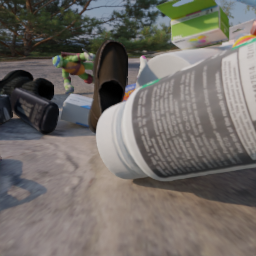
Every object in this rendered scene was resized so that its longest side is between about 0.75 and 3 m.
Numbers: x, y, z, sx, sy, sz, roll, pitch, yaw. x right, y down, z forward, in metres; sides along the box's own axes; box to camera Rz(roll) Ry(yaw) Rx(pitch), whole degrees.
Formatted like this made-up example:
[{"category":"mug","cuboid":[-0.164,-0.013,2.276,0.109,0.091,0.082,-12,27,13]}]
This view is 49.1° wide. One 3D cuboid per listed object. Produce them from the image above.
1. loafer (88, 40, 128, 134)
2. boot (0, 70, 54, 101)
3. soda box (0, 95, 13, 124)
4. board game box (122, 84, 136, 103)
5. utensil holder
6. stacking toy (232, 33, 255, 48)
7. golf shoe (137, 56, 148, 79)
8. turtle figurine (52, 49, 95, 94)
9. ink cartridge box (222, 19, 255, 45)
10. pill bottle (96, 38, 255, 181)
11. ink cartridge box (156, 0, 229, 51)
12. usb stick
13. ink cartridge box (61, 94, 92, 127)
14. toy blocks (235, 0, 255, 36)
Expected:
[{"category":"loafer","cuboid":[-0.282,-0.835,5.290,0.704,1.929,0.688,9,-14,-22]},{"category":"boot","cuboid":[-3.545,-1.514,10.189,1.939,0.976,2.593,-4,27,11]},{"category":"soda box","cuboid":[-3.579,-0.321,6.887,0.603,0.673,1.903,-1,17,5]},{"category":"board game box","cuboid":[0.750,-1.144,8.649,1.924,0.490,2.843,-10,5,40]},{"category":"utensil holder","cuboid":[1.634,-0.738,6.048,2.363,2.008,2.008,-16,23,-38]},{"category":"stacking toy","cuboid":[2.191,-1.344,5.113,0.970,0.970,1.328,1,38,5]},{"category":"golf shoe","cuboid":[0.643,-2.123,11.264,0.693,1.515,0.571,-19,31,-2]},{"category":"turtle figurine","cuboid":[-1.795,-2.177,11.585,2.368,1.758,2.442,5,9,-45]},{"category":"ink cartridge box","cuboid":[2.935,-1.815,7.033,0.891,1.537,0.521,-15,46,26]},{"category":"pill bottle","cuboid":[0.838,-0.068,3.676,2.483,1.404,1.404,-18,3,37]},{"category":"ink cartridge box","cuboid":[1.296,-2.052,5.543,1.019,0.522,1.379,-5,-6,35]},{"category":"usb stick","cuboid":[-2.570,-0.523,7.418,0.465,0.790,2.849,18,3,-39]},{"category":"ink cartridge box","cuboid":[-1.227,-0.482,7.402,0.846,0.488,1.166,15,16,-7]},{"category":"toy blocks","cuboid":[2.884,-1.829,4.924,2.727,0.990,2.273,15,-11,1]}]
